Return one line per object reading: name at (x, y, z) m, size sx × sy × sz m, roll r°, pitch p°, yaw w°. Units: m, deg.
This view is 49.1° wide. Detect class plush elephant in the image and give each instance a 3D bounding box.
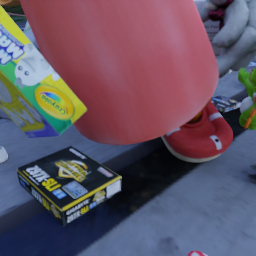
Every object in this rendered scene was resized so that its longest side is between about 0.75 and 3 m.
plush elephant at (2.380, -2.749, 6.549) m, size 2.193 × 2.663 × 2.062 m, roll -27°, pitch 68°, yaw -43°

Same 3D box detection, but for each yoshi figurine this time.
yoshi figurine at (2.424, -0.673, 4.919) m, size 0.922 × 1.646 × 0.925 m, roll -13°, pitch 54°, yaw -11°

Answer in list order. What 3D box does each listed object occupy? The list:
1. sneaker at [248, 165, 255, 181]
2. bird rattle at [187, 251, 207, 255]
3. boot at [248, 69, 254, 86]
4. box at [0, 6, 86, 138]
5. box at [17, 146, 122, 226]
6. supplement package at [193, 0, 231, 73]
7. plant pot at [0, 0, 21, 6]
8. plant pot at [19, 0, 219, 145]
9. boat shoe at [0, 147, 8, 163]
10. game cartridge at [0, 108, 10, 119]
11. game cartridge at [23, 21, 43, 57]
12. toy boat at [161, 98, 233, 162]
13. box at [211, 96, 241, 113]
sneaker at (3.302, 0.823, 5.748) m, size 1.623 × 0.488 × 0.847 m, roll -20°, pitch 37°, yaw -29°
bird rattle at (0.842, 2.306, 1.931) m, size 2.174 × 1.502 × 2.667 m, roll -32°, pitch 35°, yaw -21°
boot at (5.215, -2.086, 11.395) m, size 0.709 × 0.726 × 1.925 m, roll 10°, pitch 27°, yaw 24°
box at (-1.393, -0.738, 2.884) m, size 0.472 × 1.950 × 1.144 m, roll -47°, pitch 21°, yaw -27°
box at (-1.168, 1.016, 5.470) m, size 1.330 × 0.411 × 1.665 m, roll -25°, pitch 36°, yaw -38°
supplement package at (2.557, -2.964, 8.338) m, size 1.331 × 2.222 × 1.347 m, roll 14°, pitch 51°, yaw 34°
plant pot at (-3.291, -4.159, 8.067) m, size 1.391 × 1.391 × 0.974 m, roll 10°, pitch 12°, yaw 19°
plant pot at (-0.190, -1.579, 4.316) m, size 2.842 × 2.514 × 2.842 m, roll -15°, pitch 41°, yaw 13°
boat shoe at (-3.331, 0.557, 6.414) m, size 1.104 × 0.378 × 0.398 m, roll 6°, pitch 27°, yaw 11°
game cartridge at (-2.921, -0.876, 9.302) m, size 1.596 × 0.472 × 2.461 m, roll 7°, pitch 27°, yaw 23°
game cartridge at (-1.981, -2.926, 6.866) m, size 0.517 × 2.553 × 1.702 m, roll 21°, pitch -13°, yaw -38°
toy boat at (1.457, -0.426, 6.444) m, size 1.539 × 1.541 × 2.358 m, roll -18°, pitch 62°, yaw -16°
box at (3.156, -0.813, 9.391) m, size 0.847 × 0.212 × 0.853 m, roll -16°, pitch 30°, yaw -31°
